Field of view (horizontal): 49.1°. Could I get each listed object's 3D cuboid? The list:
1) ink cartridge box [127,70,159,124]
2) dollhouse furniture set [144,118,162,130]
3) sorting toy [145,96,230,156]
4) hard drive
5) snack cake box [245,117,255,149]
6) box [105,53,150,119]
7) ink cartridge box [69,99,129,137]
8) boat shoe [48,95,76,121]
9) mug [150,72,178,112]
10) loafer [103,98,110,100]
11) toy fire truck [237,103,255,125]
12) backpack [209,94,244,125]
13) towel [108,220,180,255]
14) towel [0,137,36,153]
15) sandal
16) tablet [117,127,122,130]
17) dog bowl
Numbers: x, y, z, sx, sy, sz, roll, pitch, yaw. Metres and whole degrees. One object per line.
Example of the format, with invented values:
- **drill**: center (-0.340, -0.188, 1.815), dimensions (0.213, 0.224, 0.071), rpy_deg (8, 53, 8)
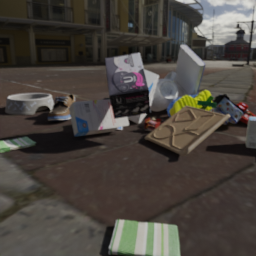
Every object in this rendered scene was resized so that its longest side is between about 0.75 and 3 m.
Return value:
- **ink cartridge box**: center (0.520, -1.217, 11.103), dimensions (0.736, 1.714, 1.255), rpy_deg (26, 48, 12)
- **dollhouse furniture set**: center (1.064, -0.181, 10.441), dimensions (0.505, 0.382, 0.938), rpy_deg (21, 28, 33)
- **sorting toy**: center (2.135, -0.182, 8.863), dimensions (2.844, 0.419, 2.102), rpy_deg (-36, 26, -20)
- **hard drive**: center (2.770, -2.316, 13.171), dimensions (0.329, 2.591, 1.710), rpy_deg (-16, 50, -16)
- **snack cake box**: center (4.403, 0.192, 8.392), dimensions (1.558, 0.896, 0.523), rpy_deg (6, 16, 19)
- **box**: center (-0.019, -1.403, 9.073), dimensions (1.245, 1.081, 1.884), rpy_deg (-10, 51, 1)
- **ink cartridge box**: center (-1.018, -0.384, 9.867), dimensions (1.881, 1.083, 0.638), rpy_deg (-7, -12, -26)
- **boat shoe**: center (-2.897, -0.934, 12.249), dimensions (0.936, 0.938, 2.591), rpy_deg (-1, 15, 2)
- **mug**: center (1.636, -1.749, 12.789), dimensions (1.374, 1.861, 1.632), rpy_deg (30, -12, -10)
- **loafer**: center (-0.877, -1.389, 14.864), dimensions (1.163, 0.395, 0.408), rpy_deg (11, 10, 24)
- **toy fire truck**: center (4.767, -0.462, 11.393), dimensions (1.032, 0.689, 1.229), rpy_deg (36, 32, 23)
- **backpack**: center (3.727, -0.643, 10.646), dimensions (1.192, 0.964, 1.251), rpy_deg (34, 10, 6)
- **towel**: center (0.261, 1.747, 4.395), dimensions (1.050, 0.123, 0.801), rpy_deg (3, 16, 6)
- **towel**: center (-3.614, 0.498, 8.700), dimensions (1.220, 0.143, 0.931), rpy_deg (-11, 19, -38)
- **sandal**: center (2.460, -0.814, 11.875), dimensions (1.290, 1.178, 2.964), rpy_deg (-10, 4, 41)
- **tablet**: center (-0.655, -0.115, 10.620), dimensions (0.889, 0.061, 0.579), rpy_deg (10, 25, -4)
- **dog bowl**: center (-4.823, -1.223, 13.781), dimensions (2.362, 0.693, 2.362), rpy_deg (-1, 15, 0)
